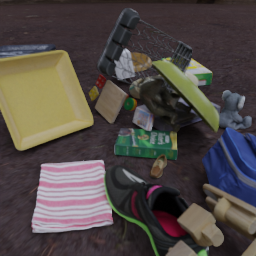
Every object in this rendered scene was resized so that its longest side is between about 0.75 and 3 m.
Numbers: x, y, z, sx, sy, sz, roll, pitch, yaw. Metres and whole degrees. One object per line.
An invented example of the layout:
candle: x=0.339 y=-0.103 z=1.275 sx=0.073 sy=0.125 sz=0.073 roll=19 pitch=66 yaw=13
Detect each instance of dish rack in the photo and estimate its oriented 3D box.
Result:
dish rack: x=0.644 y=-2.187 z=8.895 sx=2.743 sy=2.104 sz=0.748 roll=18 pitch=22 yaw=-29

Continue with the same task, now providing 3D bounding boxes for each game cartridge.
game cartridge: x=1.613 y=-0.548 z=9.132 sx=2.358 sy=0.453 sz=1.529 roll=-17 pitch=29 yaw=-28

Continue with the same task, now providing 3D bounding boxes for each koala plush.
koala plush: x=3.167 y=-0.562 z=8.464 sx=0.962 sy=1.047 sz=0.928 roll=-12 pitch=32 yaw=-20

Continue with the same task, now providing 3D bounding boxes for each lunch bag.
lunch bag: x=2.274 y=0.730 z=5.540 sx=1.088 sy=1.060 sz=1.602 roll=25 pitch=29 yaw=-13

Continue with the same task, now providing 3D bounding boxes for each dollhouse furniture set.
dollhouse furniture set: x=1.067 y=1.714 z=4.219 sx=1.575 sy=1.498 sz=1.284 roll=-41 pitch=25 yaw=-14

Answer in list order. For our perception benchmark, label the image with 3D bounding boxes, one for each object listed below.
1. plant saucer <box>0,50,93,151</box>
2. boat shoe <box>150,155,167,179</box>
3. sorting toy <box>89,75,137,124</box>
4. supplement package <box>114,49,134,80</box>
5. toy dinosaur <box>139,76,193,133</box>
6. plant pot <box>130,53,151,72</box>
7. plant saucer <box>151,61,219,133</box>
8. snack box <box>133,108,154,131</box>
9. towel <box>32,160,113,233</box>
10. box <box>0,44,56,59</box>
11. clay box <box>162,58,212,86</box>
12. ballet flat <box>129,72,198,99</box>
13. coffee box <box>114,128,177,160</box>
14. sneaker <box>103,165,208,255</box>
plant saucer: x=-2.464 y=-0.819 z=7.910 sx=2.431 sy=2.430 sz=0.589 roll=-22 pitch=0 yaw=-38
boat shoe: x=0.716 y=0.892 z=6.660 sx=0.287 sy=0.280 sz=0.759 roll=11 pitch=31 yaw=19
sorting toy: x=-0.522 y=-0.866 z=9.048 sx=0.370 sy=1.054 sz=2.187 roll=9 pitch=25 yaw=-44
supplement package: x=-0.240 y=-2.696 z=11.796 sx=0.721 sy=1.013 sz=1.300 roll=-14 pitch=21 yaw=-2
toy dinosaur: x=0.810 y=-0.685 z=7.344 sx=1.393 sy=1.048 sz=2.723 roll=33 pitch=9 yaw=29
plant pot: x=0.311 y=-3.311 z=13.853 sx=1.724 sy=0.237 sz=1.724 roll=-1 pitch=41 yaw=1
plant saucer: x=1.601 y=-0.927 z=7.469 sx=0.391 sy=2.518 sz=2.518 roll=-43 pitch=30 yaw=11
snack box: x=0.423 y=-0.274 z=8.113 sx=0.160 sy=0.474 sz=1.318 roll=12 pitch=8 yaw=-17
towel: x=-1.155 y=1.292 z=5.887 sx=1.495 sy=0.306 sz=2.042 roll=-3 pitch=29 yaw=-10
box: x=-3.999 y=-2.041 z=10.392 sx=2.210 sy=1.558 sz=2.987 roll=-1 pitch=27 yaw=2
clay box: x=2.481 y=-2.565 z=12.484 sx=1.447 sy=0.599 sz=2.518 roll=-6 pitch=30 yaw=-11
ballet flat: x=1.418 y=-1.651 z=10.408 sx=2.743 sy=0.953 sz=0.953 roll=-13 pitch=31 yaw=-9
coffee box: x=0.504 y=0.395 z=7.454 sx=1.590 sy=0.350 sz=0.978 roll=5 pitch=27 yaw=7
sneaker: x=0.467 y=1.323 z=4.933 sx=1.008 sy=1.100 sz=2.627 roll=-13 pitch=31 yaw=-34
